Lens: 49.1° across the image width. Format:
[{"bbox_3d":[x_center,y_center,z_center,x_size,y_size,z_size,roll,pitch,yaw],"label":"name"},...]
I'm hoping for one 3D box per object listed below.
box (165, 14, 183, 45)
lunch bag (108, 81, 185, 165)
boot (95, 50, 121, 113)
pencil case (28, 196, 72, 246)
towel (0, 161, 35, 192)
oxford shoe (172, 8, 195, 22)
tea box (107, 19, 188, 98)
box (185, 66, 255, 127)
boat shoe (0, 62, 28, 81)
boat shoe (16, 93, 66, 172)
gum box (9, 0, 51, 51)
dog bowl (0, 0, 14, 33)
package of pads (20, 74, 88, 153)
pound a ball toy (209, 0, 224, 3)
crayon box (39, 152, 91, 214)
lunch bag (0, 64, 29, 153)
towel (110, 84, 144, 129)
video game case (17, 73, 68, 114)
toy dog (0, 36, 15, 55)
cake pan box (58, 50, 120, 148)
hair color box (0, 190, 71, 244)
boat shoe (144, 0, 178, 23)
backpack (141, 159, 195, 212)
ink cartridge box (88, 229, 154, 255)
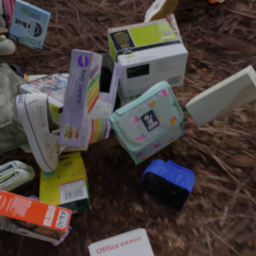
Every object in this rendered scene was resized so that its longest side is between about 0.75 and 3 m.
[{"bbox_3d":[1.570,-3.172,10.158,0.306,1.050,1.534,-6,63,-7],"label":"box"},{"bbox_3d":[0.502,-0.145,7.655,1.823,2.140,1.305,-32,61,-4],"label":"lunch bag"},{"bbox_3d":[-0.728,-1.438,8.725,0.653,1.297,1.735,-15,53,0],"label":"boot"},{"bbox_3d":[-2.224,2.443,7.381,1.519,0.649,0.637,33,102,18],"label":"pencil case"},{"bbox_3d":[-3.401,1.492,7.092,1.841,2.150,0.518,-24,84,-14],"label":"towel"},{"bbox_3d":[2.078,-4.605,11.244,1.223,0.516,0.444,-14,65,-6],"label":"oxford shoe"},{"bbox_3d":[0.560,-2.334,9.238,2.066,1.381,2.033,-13,53,-7],"label":"tea box"},{"bbox_3d":[2.671,-0.855,7.827,0.744,1.914,0.909,56,38,-4],"label":"box"},{"bbox_3d":[-4.649,-1.920,9.578,2.688,0.837,1.003,16,64,15],"label":"boat shoe"},{"bbox_3d":[-1.932,0.145,7.131,1.028,2.412,0.891,-9,35,-3],"label":"boat shoe"},{"bbox_3d":[-3.509,-3.622,9.939,1.173,1.380,0.307,22,31,-9],"label":"gum box"},{"bbox_3d":[-4.697,-4.498,10.441,0.705,1.912,1.912,-5,61,-15],"label":"dog bowl"},{"bbox_3d":[-2.190,-0.493,8.836,1.992,0.879,2.579,-2,63,0],"label":"package of pads"},{"bbox_3d":[3.383,-5.981,11.857,2.396,1.018,1.562,25,39,13],"label":"pound a ball toy"},{"bbox_3d":[-1.747,1.516,7.681,1.226,0.491,1.931,-13,35,-6],"label":"crayon box"},{"bbox_3d":[-3.946,-0.318,7.754,2.409,1.417,1.976,-22,63,11],"label":"lunch bag"},{"bbox_3d":[0.206,-0.849,9.375,2.406,0.369,1.795,-11,60,-4],"label":"towel"},{"bbox_3d":[-1.970,-1.031,7.818,1.426,0.201,1.578,27,33,16],"label":"video game case"},{"bbox_3d":[-5.250,-2.975,9.737,2.319,1.117,1.529,-20,37,-12],"label":"toy dog"},{"bbox_3d":[-0.904,-0.760,7.206,0.601,2.115,2.296,12,96,12],"label":"cake pan box"},{"bbox_3d":[-2.246,2.018,6.271,1.705,0.945,0.545,20,48,-15],"label":"hair color box"},{"bbox_3d":[1.068,-4.318,10.994,0.825,0.843,2.380,18,69,44],"label":"boat shoe"},{"bbox_3d":[1.058,1.485,7.715,1.307,1.062,1.096,22,36,12],"label":"backpack"},{"bbox_3d":[-0.004,3.561,6.486,1.413,0.815,1.948,-13,60,-13],"label":"ink cartridge box"}]
